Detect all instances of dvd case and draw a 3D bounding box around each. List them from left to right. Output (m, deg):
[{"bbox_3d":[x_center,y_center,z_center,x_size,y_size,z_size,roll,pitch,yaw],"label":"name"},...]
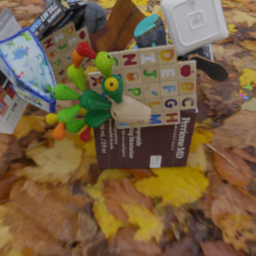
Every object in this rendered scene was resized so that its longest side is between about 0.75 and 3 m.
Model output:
[{"bbox_3d":[2.438,-3.437,10.878,1.789,0.294,2.381,13,60,-21],"label":"dvd case"}]

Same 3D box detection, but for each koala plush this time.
[{"bbox_3d":[-2.185,-4.317,10.664,2.338,2.636,2.423,34,89,25],"label":"koala plush"}]

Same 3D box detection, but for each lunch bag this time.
[{"bbox_3d":[-2.363,-1.234,6.986,1.153,1.538,1.809,-36,93,-14],"label":"lunch bag"}]

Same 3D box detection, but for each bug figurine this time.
[{"bbox_3d":[3.881,-1.172,9.066,0.645,0.832,0.214,-1,54,-29],"label":"bug figurine"}]

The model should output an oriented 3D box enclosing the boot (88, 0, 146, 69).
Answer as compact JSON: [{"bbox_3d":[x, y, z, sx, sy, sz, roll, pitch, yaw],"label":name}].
[{"bbox_3d":[-0.813,-3.611,9.963,2.762,2.600,0.946,-57,31,3],"label":"boot"}]

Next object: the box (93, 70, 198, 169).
[{"bbox_3d":[0.403,-0.329,8.834,2.838,2.355,2.331,-1,42,0],"label":"box"}]

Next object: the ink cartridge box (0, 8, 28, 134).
[{"bbox_3d":[-3.879,-1.643,8.171,1.155,2.419,2.756,4,56,19],"label":"ink cartridge box"}]

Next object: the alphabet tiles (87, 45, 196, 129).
[{"bbox_3d":[0.368,-0.879,6.734,2.500,2.081,0.079,-5,35,7],"label":"alphabet tiles"}]

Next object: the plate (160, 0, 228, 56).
[{"bbox_3d":[2.008,-3.218,8.368,1.707,1.711,0.276,-18,21,10],"label":"plate"}]

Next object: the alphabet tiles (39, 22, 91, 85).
[{"bbox_3d":[-2.068,-2.107,8.693,2.277,1.895,0.072,-40,60,-19],"label":"alphabet tiles"}]

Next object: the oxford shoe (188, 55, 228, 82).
[{"bbox_3d":[2.290,-1.750,7.978,1.310,0.467,0.467,26,29,-14],"label":"oxford shoe"}]

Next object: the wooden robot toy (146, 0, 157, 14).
[{"bbox_3d":[0.989,-5.343,11.971,0.405,0.417,0.919,14,60,9],"label":"wooden robot toy"}]

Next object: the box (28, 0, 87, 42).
[{"bbox_3d":[-2.158,-3.032,8.087,1.761,0.437,1.748,-34,16,25],"label":"box"}]

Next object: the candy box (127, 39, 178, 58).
[{"bbox_3d":[0.798,-2.788,10.512,1.521,0.393,2.976,-51,33,9],"label":"candy box"}]

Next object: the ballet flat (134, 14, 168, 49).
[{"bbox_3d":[0.716,-2.620,8.254,1.077,1.077,2.949,2,28,3],"label":"ballet flat"}]

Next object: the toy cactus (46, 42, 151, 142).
[{"bbox_3d":[-0.548,-0.486,6.115,2.209,2.678,1.369,14,42,-17],"label":"toy cactus"}]
